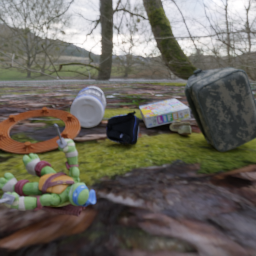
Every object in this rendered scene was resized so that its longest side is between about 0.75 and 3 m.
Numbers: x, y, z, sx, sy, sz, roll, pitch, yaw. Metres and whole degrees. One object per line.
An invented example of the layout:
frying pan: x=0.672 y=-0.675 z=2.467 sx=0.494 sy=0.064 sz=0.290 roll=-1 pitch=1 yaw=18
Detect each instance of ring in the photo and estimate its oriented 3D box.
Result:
ring: x=-2.667 y=-0.032 z=8.229 sx=2.493 sy=0.239 sz=2.493 roll=1 pitch=31 yaw=0

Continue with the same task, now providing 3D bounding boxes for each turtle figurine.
turtle figurine: x=-1.299 y=0.596 z=3.971 sx=1.504 sy=1.116 sz=1.551 roll=-2 pitch=-21 yaw=42

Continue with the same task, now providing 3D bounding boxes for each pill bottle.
pill bottle: x=-1.510 y=-0.914 z=11.063 sx=1.214 sy=1.214 sz=2.135 roll=0 pitch=21 yaw=-1

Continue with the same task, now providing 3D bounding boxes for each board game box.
board game box: x=1.357 y=-0.633 z=11.141 sx=1.618 sy=0.412 sz=2.406 roll=-12 pitch=14 yaw=0

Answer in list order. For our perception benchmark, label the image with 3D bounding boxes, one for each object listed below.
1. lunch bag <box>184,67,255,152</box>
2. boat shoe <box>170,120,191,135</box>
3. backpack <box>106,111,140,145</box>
lunch bag: x=2.536 y=-0.586 z=7.878 sx=1.476 sy=2.119 sz=1.777 roll=-25 pitch=18 yaw=5
boat shoe: x=1.801 y=-0.064 z=9.510 sx=0.502 sy=0.430 sz=1.370 roll=1 pitch=8 yaw=-14
backpack: x=-0.148 y=0.046 z=8.078 sx=0.926 sy=0.972 sz=0.749 roll=3 pitch=-16 yaw=20
